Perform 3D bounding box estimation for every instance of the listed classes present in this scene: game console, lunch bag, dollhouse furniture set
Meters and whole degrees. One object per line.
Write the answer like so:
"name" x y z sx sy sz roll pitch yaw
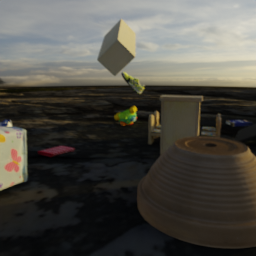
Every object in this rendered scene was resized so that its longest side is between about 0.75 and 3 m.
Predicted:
"game console" 5.676 0.464 10.856 2.436 1.612 2.770 36 25 16
"lunch bag" -4.127 0.680 6.312 2.744 1.744 2.327 1 6 22
"dollhouse furniture set" 2.030 -0.276 10.202 2.591 1.964 2.957 3 12 16

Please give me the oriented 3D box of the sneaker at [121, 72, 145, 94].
"sneaker" 0.244 -2.403 14.401 1.446 0.553 0.545 41 14 -19

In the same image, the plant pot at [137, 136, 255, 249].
"plant pot" 1.659 0.991 5.747 2.949 1.361 2.949 1 13 0

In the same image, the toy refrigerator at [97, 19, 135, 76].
"toy refrigerator" -0.314 -2.793 9.592 0.948 0.873 2.497 -39 26 24

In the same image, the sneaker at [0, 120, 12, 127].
"sneaker" -5.171 0.081 11.593 0.607 0.711 1.612 -2 13 -14

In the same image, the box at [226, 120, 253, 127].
"box" 5.766 -0.235 14.320 1.276 0.207 0.773 0 12 -8

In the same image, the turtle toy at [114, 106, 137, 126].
"turtle toy" -0.008 -0.554 14.326 1.120 0.777 1.537 -23 7 13

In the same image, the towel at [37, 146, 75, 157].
"towel" -2.466 0.800 9.621 0.762 0.118 1.054 7 12 37
